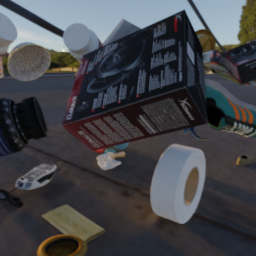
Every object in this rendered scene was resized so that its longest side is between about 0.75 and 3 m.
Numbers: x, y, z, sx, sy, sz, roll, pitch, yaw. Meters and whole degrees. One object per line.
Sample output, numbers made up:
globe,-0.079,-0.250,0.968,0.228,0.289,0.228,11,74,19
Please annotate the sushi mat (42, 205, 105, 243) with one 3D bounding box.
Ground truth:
sushi mat,-1.241,2.112,6.202,1.476,0.089,0.706,15,22,43

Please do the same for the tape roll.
tape roll,1.175,1.252,6.333,0.596,1.704,1.704,10,19,33

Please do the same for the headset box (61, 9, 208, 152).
headset box,0.030,-0.793,5.371,2.665,1.029,1.983,-16,47,29

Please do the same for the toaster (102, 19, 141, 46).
toaster,0.434,-2.117,9.339,2.564,1.522,2.319,44,8,38

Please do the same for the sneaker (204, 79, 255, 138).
sneaker,2.277,-0.184,6.218,2.119,0.846,0.756,30,-26,-6

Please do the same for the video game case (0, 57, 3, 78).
video game case,-4.855,-2.563,9.793,0.176,1.948,1.395,7,27,1

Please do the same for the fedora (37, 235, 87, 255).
fedora,-1.186,2.296,5.060,0.890,0.363,0.890,4,12,-1

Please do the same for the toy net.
toy net,-0.713,0.810,10.107,1.272,0.468,2.425,3,16,10

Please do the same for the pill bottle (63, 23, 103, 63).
pill bottle,-1.002,-1.918,6.701,0.748,0.748,1.365,3,-4,10

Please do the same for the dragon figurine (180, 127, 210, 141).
dragon figurine,1.687,-0.335,8.166,0.538,0.909,1.829,-14,32,-12

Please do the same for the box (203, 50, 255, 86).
box,2.789,-1.604,7.666,1.727,0.300,0.951,19,1,-16

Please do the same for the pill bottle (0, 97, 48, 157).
pill bottle,-2.844,0.062,5.825,2.104,1.177,1.177,-17,19,-8

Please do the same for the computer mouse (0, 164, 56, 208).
computer mouse,-2.664,1.551,7.694,1.023,0.409,1.866,4,21,30

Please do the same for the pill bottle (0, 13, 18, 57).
pill bottle,-3.976,-2.310,7.701,1.835,1.048,1.048,-25,3,28

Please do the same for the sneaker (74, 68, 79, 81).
sneaker,-1.583,-1.700,11.310,1.032,1.466,2.760,41,22,2

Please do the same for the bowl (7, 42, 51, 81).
bowl,-3.942,-2.707,10.812,1.675,1.675,0.786,-14,54,-40

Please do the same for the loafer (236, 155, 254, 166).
loafer,4.007,1.070,9.518,0.847,0.285,0.322,-13,21,-39

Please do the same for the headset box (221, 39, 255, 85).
headset box,2.792,-1.506,6.289,0.969,0.503,1.303,-20,25,13

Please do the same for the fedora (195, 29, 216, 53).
fedora,2.195,-2.291,8.089,1.095,1.095,0.447,-5,17,-19
